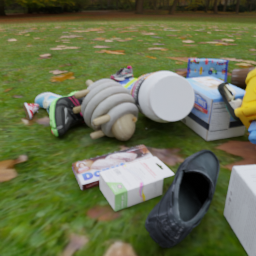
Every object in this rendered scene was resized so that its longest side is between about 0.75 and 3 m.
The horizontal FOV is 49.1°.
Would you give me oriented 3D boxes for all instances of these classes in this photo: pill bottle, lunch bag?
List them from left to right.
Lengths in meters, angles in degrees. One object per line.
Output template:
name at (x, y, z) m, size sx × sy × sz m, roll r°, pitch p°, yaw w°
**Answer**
pill bottle at (1.049, -1.032, 9.237) m, size 1.634 × 1.634 × 2.808 m, roll -4°, pitch 8°, yaw -8°
lunch bag at (4.236, -3.061, 15.060) m, size 1.957 × 1.223 × 2.600 m, roll 6°, pitch 14°, yaw 14°

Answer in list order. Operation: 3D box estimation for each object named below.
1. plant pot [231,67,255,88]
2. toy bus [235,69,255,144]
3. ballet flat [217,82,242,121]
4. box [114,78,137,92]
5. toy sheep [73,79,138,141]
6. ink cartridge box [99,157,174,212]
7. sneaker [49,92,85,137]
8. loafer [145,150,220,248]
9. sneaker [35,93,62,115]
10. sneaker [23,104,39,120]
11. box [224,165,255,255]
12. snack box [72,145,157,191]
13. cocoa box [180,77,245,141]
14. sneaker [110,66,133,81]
plant pot at (5.680, -2.438, 13.659) m, size 1.090 × 1.101 × 1.101 m, roll 10°, pitch 26°, yaw 38°
toy bus at (4.279, -0.052, 7.545) m, size 1.897 × 2.796 × 2.684 m, roll -16°, pitch 34°, yaw 56°
ballet flat at (2.965, -0.794, 8.051) m, size 0.417 × 0.419 × 1.225 m, roll -18°, pitch 74°, yaw -28°
box at (0.428, -1.600, 12.231) m, size 2.985 × 0.711 × 1.820 m, roll 10°, pitch 27°, yaw 17°
toy sheep at (-0.703, -0.668, 9.023) m, size 1.891 × 1.891 × 2.743 m, roll -18°, pitch 59°, yaw -32°
ink cartridge box at (0.198, 1.254, 6.522) m, size 1.537 × 0.517 × 0.900 m, roll -13°, pitch 31°, yaw -24°
sneaker at (-1.781, -0.628, 9.747) m, size 1.233 × 1.130 × 2.944 m, roll 3°, pitch 27°, yaw 15°
loafer at (1.384, 1.241, 5.761) m, size 0.975 × 1.008 × 2.871 m, roll 46°, pitch 41°, yaw 6°
sneaker at (-3.015, -0.868, 10.762) m, size 1.673 × 0.666 × 1.092 m, roll 6°, pitch 25°, yaw 13°
sneaker at (-3.622, -0.640, 10.652) m, size 0.543 × 0.344 × 0.966 m, roll -2°, pitch 36°, yaw -32°
box at (2.924, 1.776, 4.625) m, size 1.575 × 1.234 × 2.532 m, roll -3°, pitch 25°, yaw -6°
snack box at (-0.328, 0.981, 7.241) m, size 2.090 × 0.254 × 0.751 m, roll -13°, pitch 43°, yaw -25°
cocoa box at (2.784, -0.757, 9.587) m, size 1.487 × 1.463 × 2.230 m, roll -8°, pitch 27°, yaw -17°
sneaker at (-0.317, -2.418, 12.527) m, size 0.534 × 0.495 × 1.325 m, roll 18°, pitch 31°, yaw 34°
